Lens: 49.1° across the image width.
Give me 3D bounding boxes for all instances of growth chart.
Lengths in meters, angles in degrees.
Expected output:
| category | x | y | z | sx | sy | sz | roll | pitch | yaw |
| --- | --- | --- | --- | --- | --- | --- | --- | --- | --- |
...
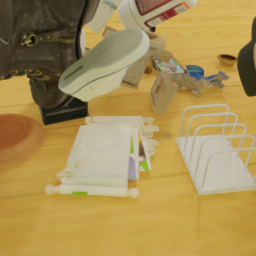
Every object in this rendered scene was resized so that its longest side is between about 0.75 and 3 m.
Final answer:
| category | x | y | z | sx | sy | sz | roll | pitch | yaw |
| --- | --- | --- | --- | --- | --- | --- | --- | --- | --- |
| growth chart | -0.368 | 0.480 | 6.344 | 2.083 | 0.255 | 2.879 | 5 | 35 | 7 |

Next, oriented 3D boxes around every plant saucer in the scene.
| category | x | y | z | sx | sy | sz | roll | pitch | yaw |
| --- | --- | --- | --- | --- | --- | --- | --- | --- | --- |
| plant saucer | -2.996 | 0.205 | 6.640 | 1.968 | 0.368 | 1.968 | 0 | 36 | 0 |

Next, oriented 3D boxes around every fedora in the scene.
| category | x | y | z | sx | sy | sz | roll | pitch | yaw |
| --- | --- | --- | --- | --- | --- | --- | --- | --- | --- |
| fedora | 3.704 | -2.489 | 10.485 | 0.816 | 0.333 | 0.816 | 2 | 36 | -2 |

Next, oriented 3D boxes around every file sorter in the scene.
| category | x | y | z | sx | sy | sz | roll | pitch | yaw |
| --- | --- | --- | --- | --- | --- | --- | --- | --- | --- |
| file sorter | 1.846 | 0.352 | 5.836 | 1.179 | 1.058 | 1.698 | -4 | 35 | -6 |

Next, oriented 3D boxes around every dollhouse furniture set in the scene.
| category | x | y | z | sx | sy | sz | roll | pitch | yaw |
| --- | --- | --- | --- | --- | --- | --- | --- | --- | --- |
| dollhouse furniture set | -0.007 | -1.653 | 7.533 | 2.736 | 1.418 | 1.211 | 19 | 30 | -14 |

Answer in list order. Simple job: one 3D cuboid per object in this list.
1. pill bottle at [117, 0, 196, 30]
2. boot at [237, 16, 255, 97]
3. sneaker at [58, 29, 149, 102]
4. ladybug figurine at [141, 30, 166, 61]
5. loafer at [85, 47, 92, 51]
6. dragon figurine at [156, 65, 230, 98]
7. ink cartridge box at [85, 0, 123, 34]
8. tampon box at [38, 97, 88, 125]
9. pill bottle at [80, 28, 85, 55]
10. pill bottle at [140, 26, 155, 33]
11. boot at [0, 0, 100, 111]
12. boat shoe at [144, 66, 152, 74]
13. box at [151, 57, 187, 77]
| category | x | y | z | sx | sy | sz | roll | pitch | yaw |
| --- | --- | --- | --- | --- | --- | --- | --- | --- | --- |
| pill bottle | 0.835 | -3.815 | 8.495 | 2.171 | 1.239 | 1.239 | -16 | 27 | 29 |
| boot | 3.195 | -1.548 | 4.761 | 1.959 | 1.097 | 2.832 | -11 | 32 | 40 |
| sneaker | -0.233 | -0.683 | 3.223 | 1.307 | 0.463 | 0.477 | -18 | 58 | 38 |
| ladybug figurine | 0.520 | -3.320 | 11.205 | 1.584 | 0.840 | 2.334 | -20 | 40 | -27 |
| loafer | -1.287 | -2.638 | 10.458 | 1.756 | 0.599 | 0.664 | 20 | 40 | 26 |
| dragon figurine | 2.029 | -1.580 | 8.926 | 2.188 | 0.644 | 1.088 | 19 | 40 | 24 |
| ink cartridge box | -0.775 | -3.667 | 7.592 | 1.116 | 1.542 | 1.135 | 32 | 35 | -22 |
| tampon box | -1.947 | -1.038 | 7.803 | 1.247 | 1.050 | 1.664 | -14 | 37 | -19 |
| pill bottle | -2.152 | -1.928 | 5.530 | 2.363 | 1.349 | 1.349 | 30 | 43 | 16 |
| pill bottle | 0.772 | -4.724 | 13.444 | 1.023 | 0.572 | 0.572 | -17 | 39 | -23 |
| boot | -1.416 | -0.764 | 3.137 | 0.926 | 2.674 | 2.328 | 34 | 45 | 8 |
| boat shoe | 0.567 | -2.153 | 10.047 | 0.806 | 0.284 | 0.283 | 29 | 47 | 35 |
| box | 1.441 | -2.174 | 10.094 | 0.840 | 0.265 | 1.527 | -8 | 36 | -10 |
